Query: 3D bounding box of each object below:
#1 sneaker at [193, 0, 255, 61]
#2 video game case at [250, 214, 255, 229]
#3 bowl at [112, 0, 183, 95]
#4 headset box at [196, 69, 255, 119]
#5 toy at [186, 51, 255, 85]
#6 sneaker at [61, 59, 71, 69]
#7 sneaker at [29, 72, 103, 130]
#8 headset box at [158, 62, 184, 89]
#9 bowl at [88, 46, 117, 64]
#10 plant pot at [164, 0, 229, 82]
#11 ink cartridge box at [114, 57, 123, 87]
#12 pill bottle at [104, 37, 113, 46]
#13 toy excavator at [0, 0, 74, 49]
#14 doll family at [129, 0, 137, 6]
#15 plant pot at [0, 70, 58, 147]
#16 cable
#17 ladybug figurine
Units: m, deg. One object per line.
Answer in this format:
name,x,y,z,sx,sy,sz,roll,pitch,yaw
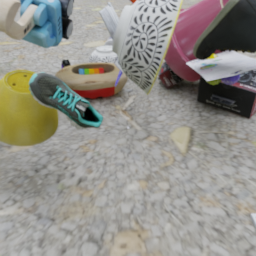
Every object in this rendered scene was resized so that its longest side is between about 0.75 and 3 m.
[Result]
sneaker,2.562,-2.121,7.040,0.901,2.409,1.280,-38,83,-18
video game case,3.135,2.039,5.488,1.175,0.106,0.841,0,33,0
bowl,0.227,-1.475,4.568,0.808,1.721,1.721,18,33,-1
headset box,3.914,-1.464,10.130,2.003,1.040,2.692,24,40,32
toy,2.756,-1.675,8.237,1.554,0.637,2.700,-15,25,6
sneaker,-2.697,-2.636,12.313,0.476,0.681,1.370,-14,34,-21
sneaker,-1.016,-0.460,4.990,0.707,1.551,0.602,11,70,45
headset box,2.063,-2.443,11.320,1.890,0.730,1.407,-26,23,25
bowl,-1.042,-3.279,13.116,1.957,0.918,1.957,-1,33,0
plant pot,2.853,-3.408,10.110,2.754,2.754,2.465,-34,6,-42
ink cartridge box,0.032,-2.208,7.735,0.405,1.867,1.849,29,21,-10
pill bottle,-0.727,-4.529,15.144,0.850,0.850,1.530,5,32,8
toy excavator,-2.787,-3.089,8.180,1.450,2.822,2.902,20,61,-1
doll family,0.441,-5.433,11.200,0.866,1.395,0.629,30,4,-20
plant pot,-2.135,-0.532,5.750,1.510,1.072,1.510,13,42,-12
cable,-0.459,-3.315,9.307,0.491,1.418,1.418,-25,38,6
ladybug figurine,-1.374,-1.764,10.613,2.833,1.019,1.923,-3,33,-4
